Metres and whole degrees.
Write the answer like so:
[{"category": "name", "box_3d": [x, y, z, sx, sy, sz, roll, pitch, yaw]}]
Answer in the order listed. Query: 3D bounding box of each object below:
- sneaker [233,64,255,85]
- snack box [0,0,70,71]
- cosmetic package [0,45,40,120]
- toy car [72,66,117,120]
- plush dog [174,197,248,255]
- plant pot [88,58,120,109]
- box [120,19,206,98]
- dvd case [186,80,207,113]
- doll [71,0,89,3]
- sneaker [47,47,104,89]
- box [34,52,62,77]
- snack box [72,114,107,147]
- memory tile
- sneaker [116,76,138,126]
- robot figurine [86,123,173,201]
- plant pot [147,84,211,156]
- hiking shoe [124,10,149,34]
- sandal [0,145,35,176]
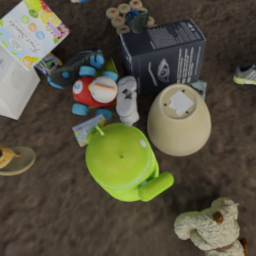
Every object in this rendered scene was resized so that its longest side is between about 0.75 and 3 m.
[{"category": "sneaker", "box_3d": [4.157, -1.743, 9.075, 1.441, 0.583, 0.532, 4, 41, 26]}, {"category": "snack box", "box_3d": [-2.737, -2.672, 7.882, 1.657, 0.561, 1.397, -47, 108, -9]}, {"category": "cosmetic package", "box_3d": [-3.805, -1.462, 8.782, 1.036, 1.685, 1.680, 16, 65, 10]}, {"category": "toy car", "box_3d": [-0.803, -1.002, 7.379, 1.265, 1.430, 1.319, 11, 83, -12]}, {"category": "plush dog", "box_3d": [2.291, 2.789, 6.986, 1.833, 1.470, 1.574, -19, 86, -10]}, {"category": "plant pot", "box_3d": [-0.907, -1.269, 8.962, 1.422, 1.477, 1.477, -21, 65, 3]}, {"category": "box", "box_3d": [1.043, -2.196, 8.964, 2.370, 1.754, 1.236, -13, 54, -7]}, {"category": "dvd case", "box_3d": [1.961, -1.065, 9.297, 1.137, 0.171, 1.557, 12, 55, 9]}, {"category": "doll", "box_3d": [-2.134, -5.911, 11.491, 2.932, 0.711, 2.001, 13, 70, 6]}, {"category": "sneaker", "box_3d": [-1.575, -1.821, 8.552, 1.884, 0.690, 0.772, -22, 39, 11]}, {"category": "box", "box_3d": [-3.112, -2.465, 9.858, 1.819, 0.637, 0.585, 39, 70, 17]}, {"category": "snack box", "box_3d": [-0.983, 0.076, 7.510, 0.882, 0.627, 0.234, -25, 50, -11]}, {"category": "memory tile", "box_3d": [0.175, -4.164, 10.952, 1.599, 0.175, 2.087, -24, 67, -11]}, {"category": "sneaker", "box_3d": [-0.012, -0.704, 7.787, 0.549, 0.840, 1.461, -2, 53, 9]}, {"category": "robot figurine", "box_3d": [-0.100, 0.888, 6.848, 1.512, 2.614, 2.294, -41, 60, -8]}, {"category": "plant pot", "box_3d": [1.404, -0.360, 7.764, 1.952, 2.084, 1.952, -3, 74, 9]}, {"category": "hiking shoe", "box_3d": [0.162, -3.203, 8.404, 0.647, 0.556, 1.493, 15, 30, 11]}, {"category": "sandal", "box_3d": [-3.491, 0.738, 7.288, 2.111, 0.570, 0.848, 10, 60, -26]}]
